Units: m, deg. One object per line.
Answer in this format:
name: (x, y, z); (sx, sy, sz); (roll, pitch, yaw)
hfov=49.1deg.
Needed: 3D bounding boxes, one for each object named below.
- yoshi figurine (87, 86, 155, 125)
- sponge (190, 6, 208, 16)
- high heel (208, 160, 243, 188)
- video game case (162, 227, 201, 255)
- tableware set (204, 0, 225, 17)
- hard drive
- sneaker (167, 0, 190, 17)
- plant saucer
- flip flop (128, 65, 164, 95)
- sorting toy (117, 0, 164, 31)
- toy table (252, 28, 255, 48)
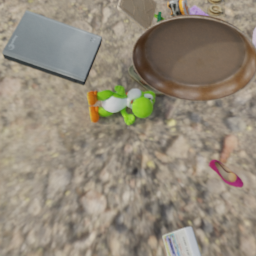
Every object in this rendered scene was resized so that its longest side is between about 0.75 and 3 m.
yoshi figurine: (-0.144, -0.715, 8.894); (2.199, 1.236, 1.231); (-8, 79, -7)
sponge: (2.047, -3.443, 10.614); (2.912, 0.434, 1.625); (-36, 68, -17)
high heel: (2.146, 1.010, 6.073); (0.889, 0.427, 0.300); (31, 81, 8)
video game case: (1.072, 2.609, 4.914); (0.170, 1.407, 1.545); (-10, 66, -14)
tableware set: (3.605, -5.161, 11.598); (0.819, 0.248, 1.239); (6, 63, 3)
hard drive: (-2.108, -2.298, 8.028); (2.339, 0.385, 1.633); (18, 67, -3)
sneaker: (1.494, -3.336, 8.155); (0.499, 1.293, 0.506); (9, 79, 20)
plant saucer: (1.538, -1.611, 6.690); (2.900, 2.900, 0.465); (12, 63, 6)
flip flop: (0.726, -1.733, 9.706); (1.735, 0.499, 0.703); (38, 69, 18)
sorting toy: (0.450, -3.290, 7.985); (1.718, 0.253, 1.270); (27, 63, -33)
toy table: (5.312, -2.397, 9.196); (1.448, 2.273, 2.472); (-20, 103, -2)
